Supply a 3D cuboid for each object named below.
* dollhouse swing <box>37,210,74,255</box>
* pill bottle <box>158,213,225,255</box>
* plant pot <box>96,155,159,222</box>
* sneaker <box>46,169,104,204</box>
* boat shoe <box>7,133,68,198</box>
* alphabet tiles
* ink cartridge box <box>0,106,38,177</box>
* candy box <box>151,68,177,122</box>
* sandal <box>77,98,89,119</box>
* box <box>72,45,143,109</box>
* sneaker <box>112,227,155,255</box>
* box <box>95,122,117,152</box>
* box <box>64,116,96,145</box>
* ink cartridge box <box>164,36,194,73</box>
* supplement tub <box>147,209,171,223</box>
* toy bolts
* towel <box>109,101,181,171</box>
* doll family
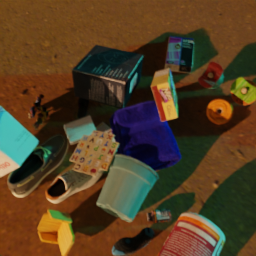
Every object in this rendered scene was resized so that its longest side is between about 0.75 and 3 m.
[{"bbox_3d":[-2.151,3.151,8.254,0.912,1.003,0.882,19,25,-22],"label":"dollhouse swing"},{"bbox_3d":[1.533,3.768,7.759,1.424,1.424,2.521,29,60,19],"label":"pill bottle"},{"bbox_3d":[-0.103,1.992,9.022,1.682,1.682,1.647,21,65,14],"label":"plant pot"},{"bbox_3d":[-1.715,1.722,9.374,2.261,0.957,0.823,-37,74,-15],"label":"sneaker"},{"bbox_3d":[-3.137,1.181,9.983,0.986,0.824,2.758,27,59,17],"label":"boat shoe"},{"bbox_3d":[-1.116,0.798,9.309,1.361,0.052,1.635,13,57,17],"label":"alphabet tiles"},{"bbox_3d":[-4.746,0.165,8.909,2.179,2.998,1.312,-25,29,37],"label":"ink cartridge box"},{"bbox_3d":[1.281,-1.187,9.571,0.593,1.225,2.099,-13,20,16],"label":"candy box"},{"bbox_3d":[-1.902,-0.972,11.685,0.482,0.307,1.282,-11,58,16],"label":"sandal"},{"bbox_3d":[-0.799,-2.177,11.664,2.222,1.401,2.260,17,46,12],"label":"box"},{"bbox_3d":[0.156,3.481,8.259,1.438,0.589,0.526,-11,45,-32],"label":"sneaker"},{"bbox_3d":[-0.739,0.342,10.899,1.256,0.309,0.517,39,63,24],"label":"box"},{"bbox_3d":[-1.811,0.107,10.523,1.043,1.038,0.682,-22,85,-14],"label":"box"},{"bbox_3d":[2.554,-3.781,13.760,1.254,0.491,2.649,8,53,6],"label":"ink cartridge box"},{"bbox_3d":[0.998,2.855,9.066,0.755,0.404,0.404,-5,55,-3],"label":"supplement tub"},{"bbox_3d":[3.962,-1.455,11.845,2.371,1.644,2.265,44,106,16],"label":"toy bolts"},{"bbox_3d":[0.483,0.264,9.968,2.122,0.712,2.873,-19,48,5],"label":"towel"},{"bbox_3d":[-3.587,-0.704,11.248,0.605,0.891,1.542,-6,50,-44],"label":"doll family"}]
